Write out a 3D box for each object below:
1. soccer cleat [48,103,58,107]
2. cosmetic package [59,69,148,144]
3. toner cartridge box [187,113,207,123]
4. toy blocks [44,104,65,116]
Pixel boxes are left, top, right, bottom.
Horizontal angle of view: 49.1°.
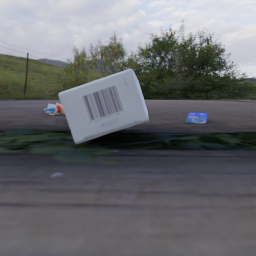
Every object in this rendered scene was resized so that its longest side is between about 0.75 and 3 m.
[{"bbox_3d":[-3.210,-0.949,13.245,1.144,0.487,0.393,-3,8,-16],"label":"soccer cleat"},{"bbox_3d":[-0.321,-0.450,5.752,1.311,0.921,2.586,-18,4,6],"label":"cosmetic package"},{"bbox_3d":[2.246,-0.330,9.071,0.570,0.259,1.199,1,7,18],"label":"toner cartridge box"},{"bbox_3d":[-2.783,-0.768,11.823,1.087,0.474,1.304,2,7,21],"label":"toy blocks"}]
